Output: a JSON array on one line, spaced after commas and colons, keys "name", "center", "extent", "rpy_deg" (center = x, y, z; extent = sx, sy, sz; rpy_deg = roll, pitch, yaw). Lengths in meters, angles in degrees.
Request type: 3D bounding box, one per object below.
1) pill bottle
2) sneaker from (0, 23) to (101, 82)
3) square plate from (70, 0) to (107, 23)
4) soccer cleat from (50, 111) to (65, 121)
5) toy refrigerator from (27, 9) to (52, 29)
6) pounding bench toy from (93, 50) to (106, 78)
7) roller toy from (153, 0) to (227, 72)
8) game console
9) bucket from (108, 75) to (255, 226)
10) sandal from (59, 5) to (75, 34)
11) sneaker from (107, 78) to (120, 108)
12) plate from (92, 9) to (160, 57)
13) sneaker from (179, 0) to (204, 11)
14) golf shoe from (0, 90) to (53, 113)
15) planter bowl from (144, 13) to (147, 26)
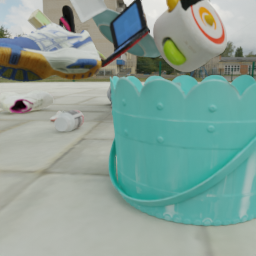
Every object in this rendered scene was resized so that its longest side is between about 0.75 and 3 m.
[{"name": "pill bottle", "center": [-1.703, -0.195, 8.076], "extent": [0.546, 0.546, 0.987], "rpy_deg": [3, 11, 14]}, {"name": "sneaker", "center": [-1.881, -1.711, 6.126], "extent": [2.600, 1.146, 0.979], "rpy_deg": [-5, -18, -40]}, {"name": "square plate", "center": [-1.051, -3.259, 7.258], "extent": [0.758, 0.765, 0.109], "rpy_deg": [-26, 18, 7]}, {"name": "soccer cleat", "center": [-2.428, -0.417, 9.714], "extent": [0.268, 0.333, 0.782], "rpy_deg": [5, 12, 25]}, {"name": "toy refrigerator", "center": [-2.630, -3.234, 8.990], "extent": [0.373, 0.405, 1.067], "rpy_deg": [-12, -41, 36]}, {"name": "pounding bench toy", "center": [-1.786, -2.978, 12.102], "extent": [1.367, 1.066, 0.849], "rpy_deg": [31, 16, -43]}, {"name": "roller toy", "center": [1.866, -2.815, 8.241], "extent": [1.940, 2.127, 1.486], "rpy_deg": [5, -22, -38]}, {"name": "game console", "center": [-0.260, -2.761, 8.259], "extent": [1.439, 0.991, 1.670], "rpy_deg": [-48, 17, -33]}, {"name": "bucket", "center": [0.897, 0.089, 3.948], "extent": [2.510, 1.633, 2.510], "rpy_deg": [0, 11, 0]}, {"name": "sandal", "center": [-2.158, -3.430, 9.840], "extent": [0.459, 2.038, 0.765], "rpy_deg": [-6, -14, -24]}, {"name": "sneaker", "center": [-0.561, -1.373, 13.724], "extent": [0.802, 1.241, 2.287], "rpy_deg": [-5, -18, -9]}, {"name": "plate", "center": [-0.146, -3.317, 10.273], "extent": [2.943, 0.376, 2.943], "rpy_deg": [30, -1, 1]}, {"name": "sneaker", "center": [1.493, -2.780, 5.197], "extent": [1.533, 0.799, 0.460], "rpy_deg": [-1, 49, 51]}, {"name": "golf shoe", "center": [-4.140, -1.006, 11.786], "extent": [2.433, 0.916, 1.113], "rpy_deg": [-13, 33, -42]}, {"name": "planter bowl", "center": [0.483, -3.588, 10.669], "extent": [0.574, 1.377, 1.377], "rpy_deg": [-9, 10, 8]}]
